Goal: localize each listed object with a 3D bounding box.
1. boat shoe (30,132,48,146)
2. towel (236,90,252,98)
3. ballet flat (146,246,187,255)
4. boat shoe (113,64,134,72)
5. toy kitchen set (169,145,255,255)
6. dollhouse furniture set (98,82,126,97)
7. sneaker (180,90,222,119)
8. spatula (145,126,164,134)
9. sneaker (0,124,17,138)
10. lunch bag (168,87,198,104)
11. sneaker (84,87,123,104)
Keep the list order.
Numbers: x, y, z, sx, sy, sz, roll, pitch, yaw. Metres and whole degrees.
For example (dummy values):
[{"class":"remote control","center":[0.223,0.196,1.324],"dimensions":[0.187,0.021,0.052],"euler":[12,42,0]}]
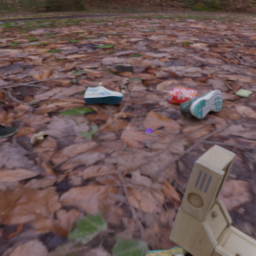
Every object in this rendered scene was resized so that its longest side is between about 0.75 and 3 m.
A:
[{"class":"boat shoe","center":[-3.369,0.415,10.662],"dimensions":[0.317,0.334,0.883],"euler":[12,33,17]},{"class":"towel","center":[6.120,-1.829,14.821],"dimensions":[0.645,0.159,0.870],"euler":[21,35,34]},{"class":"ballet flat","center":[0.925,2.890,6.281],"dimensions":[1.053,0.372,0.372],"euler":[-5,30,-12]},{"class":"boat shoe","center":[-0.299,-3.913,18.244],"dimensions":[1.379,0.522,0.495],"euler":[3,25,-14]},{"class":"toy kitchen set","center":[2.040,2.135,5.254],"dimensions":[2.523,2.276,2.058],"euler":[27,32,29]},{"class":"dollhouse furniture set","center":[-0.846,-1.888,14.443],"dimensions":[1.433,0.634,0.743],"euler":[5,30,7]},{"class":"sneaker","center":[3.342,-1.133,12.808],"dimensions":[2.655,1.030,1.211],"euler":[-17,16,-42]},{"class":"spatula","center":[1.113,0.055,11.532],"dimensions":[0.876,0.090,0.247],"euler":[-14,33,-23]},{"class":"sneaker","center":[-5.081,-0.007,11.039],"dimensions":[1.276,0.678,0.477],"euler":[-10,31,-17]},{"class":"lunch bag","center":[2.693,-1.522,13.837],"dimensions":[1.407,0.576,1.239],"euler":[10,31,18]},{"class":"sneaker","center":[-1.176,-1.633,13.682],"dimensions":[1.906,0.729,0.770],"euler":[2,59,4]}]
